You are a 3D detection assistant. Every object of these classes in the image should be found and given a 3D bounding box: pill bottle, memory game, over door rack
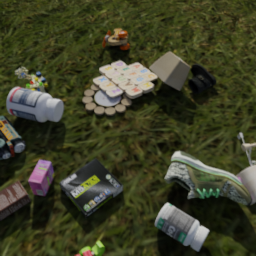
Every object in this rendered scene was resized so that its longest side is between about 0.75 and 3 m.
[{"bbox_3d":[-3.787,-0.891,11.553,2.020,1.208,1.208,14,49,9],"label":"pill bottle"},{"bbox_3d":[-0.924,-1.356,12.700,2.300,0.147,2.300,0,47,0],"label":"memory game"},{"bbox_3d":[4.960,0.714,10.571,1.142,0.515,1.545,-2,48,-3],"label":"over door rack"},{"bbox_3d":[1.590,2.950,8.322,1.432,0.810,0.810,27,53,23],"label":"pill bottle"}]

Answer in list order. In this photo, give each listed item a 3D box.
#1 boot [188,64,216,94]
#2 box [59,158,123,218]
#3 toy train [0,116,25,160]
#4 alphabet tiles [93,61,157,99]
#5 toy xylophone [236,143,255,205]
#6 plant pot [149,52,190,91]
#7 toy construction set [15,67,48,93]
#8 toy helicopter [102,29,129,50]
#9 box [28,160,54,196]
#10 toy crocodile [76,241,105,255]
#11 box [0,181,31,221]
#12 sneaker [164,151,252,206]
[{"bbox_3d":[3.229,-2.352,13.283,1.220,0.614,1.632,-26,53,-21],"label":"boot"},{"bbox_3d":[-1.249,1.987,9.495,1.592,0.378,1.537,-32,58,-26],"label":"box"},{"bbox_3d":[-4.824,0.352,10.722,1.169,0.874,2.051,-27,52,-34],"label":"toy train"},{"bbox_3d":[-0.124,-2.376,13.434,2.778,0.207,2.840,-25,49,-26],"label":"alphabet tiles"},{"bbox_3d":[5.078,1.424,9.615,2.911,0.731,2.131,-7,58,-8],"label":"toy xylophone"},{"bbox_3d":[2.025,-2.672,12.832,1.310,1.160,1.309,16,29,-48],"label":"plant pot"},{"bbox_3d":[-4.427,-2.054,12.946,1.198,0.841,1.826,-27,64,-22],"label":"toy construction set"},{"bbox_3d":[-0.707,-5.135,15.870,1.468,0.875,2.219,-7,37,6],"label":"toy helicopter"},{"bbox_3d":[-2.905,1.696,9.459,0.432,0.785,0.893,8,45,6],"label":"box"},{"bbox_3d":[-1.446,3.763,7.765,1.745,0.539,0.589,-22,51,-18],"label":"toy crocodile"},{"bbox_3d":[-3.957,2.425,9.014,1.390,0.521,0.696,-30,54,-27],"label":"box"},{"bbox_3d":[2.485,1.962,9.213,2.930,1.127,1.298,24,62,29],"label":"sneaker"}]
